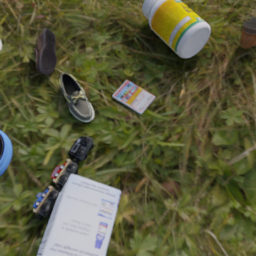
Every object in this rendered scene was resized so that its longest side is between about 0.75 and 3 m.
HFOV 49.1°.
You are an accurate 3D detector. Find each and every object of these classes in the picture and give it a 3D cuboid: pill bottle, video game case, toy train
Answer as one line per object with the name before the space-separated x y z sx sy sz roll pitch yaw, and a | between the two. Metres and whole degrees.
pill bottle | 1.861 -4.320 11.494 1.593 1.593 2.825 -31 65 -16
video game case | 0.209 -1.172 10.596 1.320 0.115 0.944 33 66 16
toy train | -2.072 1.487 8.893 0.685 0.510 2.992 17 61 23

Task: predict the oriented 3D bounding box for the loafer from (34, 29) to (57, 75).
loafer | -3.394 -2.991 11.367 0.756 0.777 2.129 -20 57 32

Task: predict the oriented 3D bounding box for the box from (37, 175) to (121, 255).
box | -1.390 2.789 7.010 1.345 2.358 2.564 21 62 -10

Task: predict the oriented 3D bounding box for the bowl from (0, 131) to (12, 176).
bowl | -5.052 0.890 9.272 2.233 0.438 2.233 0 61 0

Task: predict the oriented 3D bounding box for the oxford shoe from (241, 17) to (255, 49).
oxford shoe | 5.379 -4.010 11.725 0.988 0.987 2.769 33 46 30

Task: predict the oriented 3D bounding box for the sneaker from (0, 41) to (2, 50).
sneaker | -5.726 -3.218 11.298 0.767 0.871 2.059 0 61 -1

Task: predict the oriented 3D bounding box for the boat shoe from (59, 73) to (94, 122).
boat shoe | -1.941 -1.132 10.272 0.764 0.639 2.137 -28 65 -14
